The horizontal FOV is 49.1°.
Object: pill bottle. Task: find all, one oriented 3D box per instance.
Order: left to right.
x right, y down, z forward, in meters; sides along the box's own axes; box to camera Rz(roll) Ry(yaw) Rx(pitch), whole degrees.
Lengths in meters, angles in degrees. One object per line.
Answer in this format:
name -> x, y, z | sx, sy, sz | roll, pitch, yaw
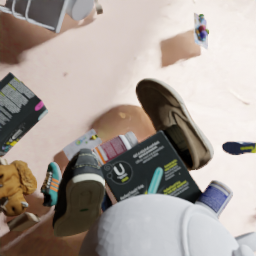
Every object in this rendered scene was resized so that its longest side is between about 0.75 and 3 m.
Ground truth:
pill bottle -> -2.018, -4.327, 8.780 | 1.079, 1.079, 1.904 | -41, 77, -12
pill bottle -> -0.297, 0.590, 7.438 | 1.142, 0.652, 0.652 | -28, 74, -8
pill bottle -> 1.678, 1.542, 5.675 | 0.518, 0.518, 0.895 | 39, 70, 11

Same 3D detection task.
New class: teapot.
teapot -> 0.845, 2.163, 4.122 | 2.123, 2.906, 2.869 | -31, 110, 26

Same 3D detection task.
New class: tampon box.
tampon box -> -3.142, -0.299, 7.278 | 1.105, 1.312, 1.751 | 42, 78, -1
tampon box -> 0.636, 1.588, 6.690 | 1.724, 1.452, 2.300 | -30, 75, -9

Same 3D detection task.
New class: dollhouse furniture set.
dollhouse furniture set -> -3.107, 1.762, 7.024 | 0.924, 0.789, 1.783 | -29, 71, -10

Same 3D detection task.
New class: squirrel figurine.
squirrel figurine -> -2.606, 1.402, 6.483 | 1.128, 0.855, 1.208 | 51, 45, 8

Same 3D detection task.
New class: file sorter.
file sorter -> -2.999, -3.919, 7.930 | 2.234, 1.391, 1.550 | 29, 108, 19

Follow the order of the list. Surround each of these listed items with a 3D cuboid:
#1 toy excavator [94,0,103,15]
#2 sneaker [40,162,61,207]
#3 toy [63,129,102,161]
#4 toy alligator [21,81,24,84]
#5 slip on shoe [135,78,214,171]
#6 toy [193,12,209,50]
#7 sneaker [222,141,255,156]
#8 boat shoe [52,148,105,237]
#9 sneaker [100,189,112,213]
toy excavator -> -1.083, -4.285, 9.086 | 0.537, 1.075, 1.045 | -19, 30, -5
sneaker -> -1.962, 1.432, 7.046 | 0.402, 0.450, 1.125 | 0, 94, 43
toy -> -1.220, 0.520, 7.640 | 0.993, 0.235, 0.572 | -36, 54, -6
toy alligator -> -3.087, -1.043, 8.177 | 0.317, 0.230, 0.956 | -31, 75, -11
slip on shoe -> 1.058, -0.123, 7.380 | 0.871, 1.093, 2.875 | -25, 77, -46
toy -> 2.291, -3.008, 8.553 | 0.631, 0.259, 1.095 | 14, 67, -35
sneaker -> 2.688, 0.487, 6.856 | 0.939, 0.386, 0.347 | 3, 92, -13
boat shoe -> -1.134, 1.606, 6.271 | 0.995, 2.770, 0.936 | 0, 45, -23
sneaker -> -0.781, 1.729, 7.034 | 0.528, 0.475, 1.284 | -30, 44, -6
